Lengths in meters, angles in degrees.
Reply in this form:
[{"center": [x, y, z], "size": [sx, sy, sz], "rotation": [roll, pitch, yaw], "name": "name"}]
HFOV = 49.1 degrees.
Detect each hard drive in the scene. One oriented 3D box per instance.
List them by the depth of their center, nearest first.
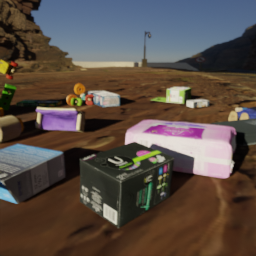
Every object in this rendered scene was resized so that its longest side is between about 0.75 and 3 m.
[{"center": [4.097, 0.066, 9.138], "size": [2.373, 0.390, 1.656], "rotation": [-5, 15, -21], "name": "hard drive"}]

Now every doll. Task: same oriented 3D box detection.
[{"center": [5.009, -0.561, 11.264], "size": [2.339, 0.567, 1.596], "rotation": [-11, 18, -36], "name": "doll"}]

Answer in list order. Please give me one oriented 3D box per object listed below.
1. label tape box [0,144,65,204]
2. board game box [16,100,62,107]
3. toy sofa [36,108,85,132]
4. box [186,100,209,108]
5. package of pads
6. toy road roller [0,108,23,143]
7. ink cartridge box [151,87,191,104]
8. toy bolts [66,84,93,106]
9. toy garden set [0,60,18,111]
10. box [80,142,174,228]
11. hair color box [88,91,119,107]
[{"center": [-2.366, 0.918, 5.370], "size": [1.372, 0.633, 1.914], "rotation": [7, 18, 27], "name": "label tape box"}, {"center": [-4.716, -1.310, 14.914], "size": [2.090, 0.245, 1.095], "rotation": [2, 17, 7], "name": "board game box"}, {"center": [-2.290, -0.250, 9.349], "size": [1.586, 0.657, 0.774], "rotation": [3, -10, 14], "name": "toy sofa"}, {"center": [3.614, -1.259, 14.531], "size": [1.015, 0.305, 0.592], "rotation": [-6, 15, -23], "name": "box"}, {"center": [1.269, 0.419, 6.681], "size": [2.422, 0.916, 1.459], "rotation": [6, 15, 22], "name": "package of pads"}, {"center": [-4.431, -0.397, 8.693], "size": [2.063, 1.506, 1.268], "rotation": [6, 15, 22], "name": "toy road roller"}, {"center": [2.487, -1.947, 16.303], "size": [2.024, 0.767, 1.496], "rotation": [8, 16, 26], "name": "ink cartridge box"}, {"center": [-2.568, -1.753, 14.848], "size": [1.318, 1.259, 0.914], "rotation": [2, 16, -40], "name": "toy bolts"}, {"center": [-6.408, -2.190, 12.411], "size": [2.773, 2.312, 0.553], "rotation": [15, 19, -40], "name": "toy garden set"}, {"center": [-0.011, 0.892, 4.859], "size": [1.004, 0.840, 1.352], "rotation": [20, 25, 39], "name": "box"}, {"center": [-1.355, -1.583, 15.188], "size": [0.998, 0.604, 1.995], "rotation": [-8, 16, -28], "name": "hair color box"}]
